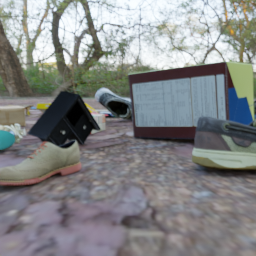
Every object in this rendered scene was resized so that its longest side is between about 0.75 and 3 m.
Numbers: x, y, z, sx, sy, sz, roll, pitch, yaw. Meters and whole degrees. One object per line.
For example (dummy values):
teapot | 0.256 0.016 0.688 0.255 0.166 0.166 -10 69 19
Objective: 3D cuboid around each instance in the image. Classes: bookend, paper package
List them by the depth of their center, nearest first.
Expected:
bookend | -1.397 0.063 6.410 0.584 1.261 1.269 14 58 31
paper package | -4.611 -0.420 10.286 1.384 0.716 1.319 -6 10 -34

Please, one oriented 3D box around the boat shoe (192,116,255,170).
boat shoe | 2.473 0.186 4.819 2.879 0.946 1.029 -1 6 -14

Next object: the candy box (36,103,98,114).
candy box | -2.791 -0.800 12.845 2.504 0.331 1.280 1 -17 21

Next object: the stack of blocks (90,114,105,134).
stack of blocks | -1.527 -0.102 8.618 1.022 0.520 1.775 3 8 20

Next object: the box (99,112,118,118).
box | -0.684 -0.646 13.715 1.306 0.246 0.892 1 8 9

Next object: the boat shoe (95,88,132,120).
boat shoe | -0.289 -0.732 11.478 2.584 0.932 0.916 20 26 -47

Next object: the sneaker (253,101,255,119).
sneaker | 6.244 -0.935 12.515 2.744 1.137 0.973 4 10 27

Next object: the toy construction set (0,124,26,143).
toy construction set | -3.256 0.065 6.653 0.973 0.683 1.483 -30 -23 32

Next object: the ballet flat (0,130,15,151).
ballet flat | -3.045 0.348 5.681 0.568 0.512 1.509 -16 2 25

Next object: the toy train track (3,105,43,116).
toy train track | -5.337 -0.885 15.026 1.706 0.484 2.975 -4 0 25

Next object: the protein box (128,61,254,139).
protein box | 1.842 -0.767 7.867 2.638 1.780 2.619 1 9 36

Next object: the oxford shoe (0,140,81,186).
oxford shoe | -1.339 0.484 4.157 0.516 0.548 1.465 6 10 37

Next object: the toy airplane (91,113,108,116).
toy airplane | -2.031 -0.624 11.437 2.524 0.464 2.524 7 -11 1
